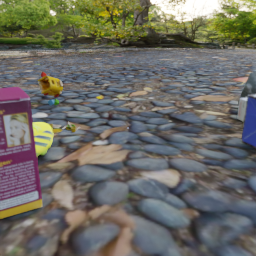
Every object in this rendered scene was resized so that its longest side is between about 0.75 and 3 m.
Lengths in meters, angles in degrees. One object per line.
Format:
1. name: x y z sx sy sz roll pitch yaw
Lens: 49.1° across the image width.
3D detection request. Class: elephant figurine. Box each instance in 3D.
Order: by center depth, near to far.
1. elephant figurine: 5.378 -1.148 10.376 2.159 1.528 1.675 24 56 17

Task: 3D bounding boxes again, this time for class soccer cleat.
1. soccer cleat: -2.560 0.249 6.511 0.897 1.161 2.775 5 20 13

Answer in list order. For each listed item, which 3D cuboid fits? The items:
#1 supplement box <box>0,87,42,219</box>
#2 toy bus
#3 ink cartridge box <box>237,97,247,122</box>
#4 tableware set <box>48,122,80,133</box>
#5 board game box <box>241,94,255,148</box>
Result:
1. supplement box: -2.302 0.432 4.719 1.325 2.025 1.045 -10 22 -28
2. toy bus: -2.998 -1.685 11.368 0.671 1.225 1.298 -21 37 22
3. ink cartridge box: 4.113 -0.563 9.420 0.440 0.753 1.298 -4 19 -10
4. tableware set: -2.081 -0.011 8.763 1.019 0.156 0.686 6 21 15
5. board game box: 4.837 -0.098 7.199 2.778 1.345 2.215 -8 21 -21
